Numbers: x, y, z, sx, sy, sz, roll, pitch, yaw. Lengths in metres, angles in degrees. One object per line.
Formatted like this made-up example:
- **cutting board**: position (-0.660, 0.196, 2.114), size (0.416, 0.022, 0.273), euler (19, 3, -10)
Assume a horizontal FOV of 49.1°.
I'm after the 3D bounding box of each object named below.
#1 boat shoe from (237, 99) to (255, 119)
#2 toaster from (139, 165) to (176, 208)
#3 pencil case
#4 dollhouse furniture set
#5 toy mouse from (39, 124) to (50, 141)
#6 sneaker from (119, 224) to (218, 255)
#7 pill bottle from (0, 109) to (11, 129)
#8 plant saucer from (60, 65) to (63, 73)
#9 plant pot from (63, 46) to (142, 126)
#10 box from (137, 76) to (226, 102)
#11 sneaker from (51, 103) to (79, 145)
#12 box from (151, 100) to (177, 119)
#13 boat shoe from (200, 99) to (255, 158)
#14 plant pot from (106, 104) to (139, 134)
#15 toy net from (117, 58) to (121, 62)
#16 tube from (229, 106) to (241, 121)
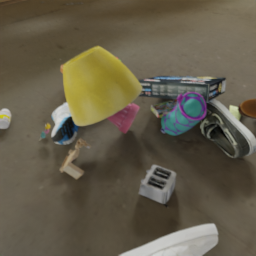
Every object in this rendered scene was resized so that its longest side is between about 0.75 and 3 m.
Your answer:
- **boat shoe**: position (5.065, -0.663, 10.674), size (2.109, 0.741, 0.742), euler (0, 75, -14)
- **toaster**: position (0.886, 1.640, 8.031), size (0.973, 0.577, 0.879), euler (19, 44, 21)
- **pencil case**: position (1.762, -0.404, 9.309), size (1.027, 2.222, 0.946), euler (38, 73, 2)
- **dollhouse furniture set**: position (-1.644, 1.019, 8.922), size (0.552, 0.647, 1.247), euler (38, 37, -17)
- **toy mouse**: position (-2.931, 0.176, 9.899), size (0.154, 0.709, 0.798), euler (27, 5, -8)
- **sneaker**: position (0.814, 3.177, 5.631), size (2.931, 1.080, 1.694), euler (-18, 55, -13)
- **pill bottle**: position (-4.695, -0.361, 10.602), size (0.444, 0.444, 0.812), euler (-8, 39, -9)
- **plant saucer**: position (-1.742, -2.346, 12.522), size (2.533, 0.409, 2.533), euler (11, 19, -4)
- **plant pot**: position (-1.023, -1.458, 8.691), size (2.445, 1.735, 2.445), euler (-24, 23, 11)
- **box**: position (2.076, -1.587, 10.875), size (2.830, 0.651, 2.249), euler (9, 19, 32)
- **sneaker**: position (-2.361, -0.223, 10.203), size (1.093, 0.945, 2.522), euler (1, 30, 11)
- **box**: position (1.633, -0.777, 11.284), size (1.264, 0.219, 0.696), euler (-16, 41, -19)
- **boat shoe**: position (3.072, -0.092, 9.729), size (0.951, 1.056, 2.988), euler (-16, 39, -17)
- **plant pot**: position (-0.275, -0.496, 9.943), size (0.984, 1.100, 1.100), euler (28, 42, -3)
- **toy net**: position (-1.080, -3.808, 14.965), size (0.799, 0.294, 1.523), euler (-27, 46, -29)
- **tube**: position (4.125, -0.459, 10.834), size (0.422, 0.377, 1.453), euler (47, 42, -8)
